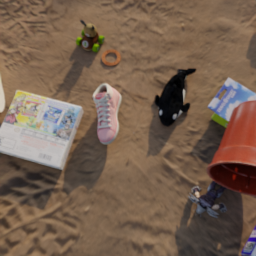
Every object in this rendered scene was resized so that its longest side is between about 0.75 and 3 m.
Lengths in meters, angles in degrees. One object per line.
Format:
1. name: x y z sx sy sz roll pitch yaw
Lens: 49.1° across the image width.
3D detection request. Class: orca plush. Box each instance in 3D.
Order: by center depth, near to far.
1. orca plush: 1.807 -1.297 10.147 1.319 0.891 2.506 34 73 12

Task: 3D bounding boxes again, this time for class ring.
1. ring: -0.677 -2.796 11.162 0.760 0.073 0.760 0 69 -1

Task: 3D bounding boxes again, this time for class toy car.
1. toy car: -1.527 -3.674 10.917 0.938 1.142 0.901 24 71 9

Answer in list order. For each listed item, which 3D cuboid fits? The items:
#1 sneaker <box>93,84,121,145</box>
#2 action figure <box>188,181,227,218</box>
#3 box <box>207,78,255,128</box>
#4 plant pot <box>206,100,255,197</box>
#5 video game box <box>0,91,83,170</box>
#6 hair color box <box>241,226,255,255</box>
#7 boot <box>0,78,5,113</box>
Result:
1. sneaker: -0.838 -0.557 9.647 0.795 1.104 2.112 -5 62 26
2. action figure: 2.735 2.091 8.956 1.223 0.652 1.879 38 70 19
3. box: 4.262 -0.455 9.969 2.614 0.623 1.594 35 73 12
4. plant pot: 3.745 0.563 8.283 2.320 2.320 2.256 20 65 7
5. video game box: -3.108 0.047 9.791 2.491 0.583 2.269 15 75 6
6. hair color box: 4.828 3.123 8.489 1.496 0.887 2.737 35 71 12
7. boot: -5.300 -1.428 10.303 1.085 0.874 2.402 -18 62 -1
